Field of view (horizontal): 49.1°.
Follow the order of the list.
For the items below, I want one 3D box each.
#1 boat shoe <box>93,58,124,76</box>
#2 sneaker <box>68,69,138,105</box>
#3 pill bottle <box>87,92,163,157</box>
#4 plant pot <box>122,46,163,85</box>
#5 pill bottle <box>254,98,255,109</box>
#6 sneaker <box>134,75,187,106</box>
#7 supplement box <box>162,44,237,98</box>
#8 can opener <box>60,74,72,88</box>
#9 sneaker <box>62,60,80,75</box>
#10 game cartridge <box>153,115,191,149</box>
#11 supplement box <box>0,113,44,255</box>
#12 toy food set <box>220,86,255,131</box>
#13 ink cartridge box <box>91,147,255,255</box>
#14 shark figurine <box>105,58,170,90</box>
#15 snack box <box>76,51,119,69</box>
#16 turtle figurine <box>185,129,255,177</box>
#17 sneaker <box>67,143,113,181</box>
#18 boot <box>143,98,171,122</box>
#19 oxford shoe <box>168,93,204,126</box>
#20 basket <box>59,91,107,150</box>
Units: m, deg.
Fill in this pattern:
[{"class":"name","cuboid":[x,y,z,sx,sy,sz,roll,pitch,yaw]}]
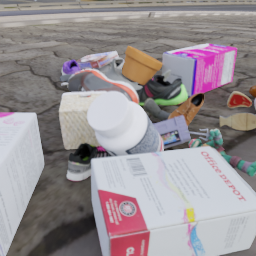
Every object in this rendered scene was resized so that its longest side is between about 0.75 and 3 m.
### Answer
[{"class":"boat shoe","cuboid":[-0.805,-2.704,12.388,0.679,0.620,1.887,50,40,11]},{"class":"sneaker","cuboid":[-1.141,-1.089,9.043,3.000,1.156,1.228,17,43,37]},{"class":"pill bottle","cuboid":[-0.031,0.096,5.704,1.092,1.826,1.092,-11,59,18]},{"class":"plant pot","cuboid":[0.417,-2.247,10.326,1.433,1.003,1.433,26,16,-8]},{"class":"pill bottle","cuboid":[4.705,-1.033,9.053,0.935,0.935,1.642,15,31,26]},{"class":"sneaker","cuboid":[0.880,-1.233,9.149,2.287,0.958,0.878,2,15,38]},{"class":"supplement box","cuboid":[2.805,-2.324,10.961,2.872,1.484,1.453,-21,33,-38]},{"class":"can opener","cuboid":[-1.826,-1.854,11.039,1.657,0.551,0.436,-4,6,-14]},{"class":"sneaker","cuboid":[-2.344,-2.549,12.012,0.848,0.878,2.104,-11,29,-20]},{"class":"game cartridge","cuboid":[0.871,0.157,6.821,1.161,0.223,0.753,-17,44,10]},{"class":"supplement box","cuboid":[-2.548,0.877,4.919,1.374,1.403,2.715,-1,29,0]},{"class":"toy food set","cuboid":[3.713,-0.576,7.645,2.217,1.409,0.349,8,22,14]},{"class":"ink cartridge box","cuboid":[0.652,1.231,4.597,2.317,0.960,1.689,-4,30,-14]},{"class":"shark figurine","cuboid":[-0.136,-1.931,10.424,1.894,1.323,3.170,-25,35,-34]},{"class":"snack box","cuboid":[-1.549,-2.962,12.424,1.000,0.338,2.781,-33,25,-25]},{"class":"turtle figurine","cuboid":[1.708,0.614,5.834,0.868,1.291,1.725,-3,31,-45]},{"class":"sneaker","cuboid":[-0.762,0.582,6.270,0.553,0.656,1.499,21,34,34]},{"class":"boot","cuboid":[1.045,-0.335,7.802,1.120,0.406,1.018,37,2,36]},{"class":"oxford shoe","cuboid":[1.468,-0.372,7.248,0.554,0.553,1.552,37,67,4]},{"class":"basket","cuboid":[-1.077,-0.204,7.181,1.212,1.223,0.984,-3,30,-4]}]
